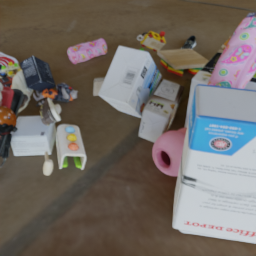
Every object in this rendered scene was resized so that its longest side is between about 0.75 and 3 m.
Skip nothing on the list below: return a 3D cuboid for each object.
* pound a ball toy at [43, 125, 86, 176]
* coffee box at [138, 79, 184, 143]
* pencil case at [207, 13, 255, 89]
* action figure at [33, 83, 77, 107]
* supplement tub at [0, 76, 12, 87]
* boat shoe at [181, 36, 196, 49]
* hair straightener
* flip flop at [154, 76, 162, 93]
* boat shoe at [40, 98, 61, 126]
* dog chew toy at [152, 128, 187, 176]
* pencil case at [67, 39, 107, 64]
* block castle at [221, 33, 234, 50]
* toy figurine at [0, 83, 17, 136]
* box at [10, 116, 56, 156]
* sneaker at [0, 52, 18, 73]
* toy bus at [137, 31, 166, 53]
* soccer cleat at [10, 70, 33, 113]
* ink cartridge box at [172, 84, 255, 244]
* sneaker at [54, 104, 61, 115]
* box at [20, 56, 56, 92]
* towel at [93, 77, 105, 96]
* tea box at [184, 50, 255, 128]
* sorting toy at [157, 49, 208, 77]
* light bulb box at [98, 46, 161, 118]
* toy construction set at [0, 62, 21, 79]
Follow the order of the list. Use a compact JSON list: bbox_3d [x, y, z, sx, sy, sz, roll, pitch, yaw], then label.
[{"bbox_3d":[-1.641,0.489,7.104,0.995,0.648,1.526,6,30,-22],"label":"pound a ball toy"},{"bbox_3d":[1.008,-0.522,8.337,0.723,1.037,1.814,21,44,12],"label":"coffee box"},{"bbox_3d":[2.689,-1.614,6.667,0.921,0.921,2.106,28,85,32],"label":"pencil case"},{"bbox_3d":[-2.493,-1.157,9.808,1.437,0.777,1.485,-3,6,-11],"label":"action figure"},{"bbox_3d":[-4.648,-1.270,9.718,1.364,0.729,0.729,-27,45,-31],"label":"supplement tub"},{"bbox_3d":[2.931,-4.053,13.599,0.535,0.441,1.559,15,40,19],"label":"boat shoe"},{"bbox_3d":[-2.952,0.170,6.893,0.477,2.334,0.898,12,4,14],"label":"hair straightener"},{"bbox_3d":[0.714,-1.850,10.404,1.112,0.789,2.742,-20,40,-27],"label":"flip flop"},{"bbox_3d":[-2.185,-0.439,7.646,0.437,0.527,1.467,-31,27,-8],"label":"boat shoe"},{"bbox_3d":[1.465,0.506,7.142,1.798,1.120,1.120,-20,41,-39],"label":"dog chew toy"},{"bbox_3d":[-1.802,-3.445,12.583,1.818,0.795,0.795,-30,46,-34],"label":"pencil case"},{"bbox_3d":[3.214,-2.473,8.055,0.625,0.935,0.439,48,28,10],"label":"block castle"},{"bbox_3d":[-3.903,-0.082,5.971,2.707,1.913,2.750,-41,23,-28],"label":"toy figurine"},{"bbox_3d":[-2.614,0.201,7.805,1.021,0.667,1.015,-2,35,-2],"label":"box"},{"bbox_3d":[-5.551,-2.790,11.851,1.570,0.559,0.883,18,37,19],"label":"sneaker"},{"bbox_3d":[0.941,-3.672,11.612,1.137,1.205,0.623,-14,58,4],"label":"toy bus"},{"bbox_3d":[-3.593,-1.154,9.388,0.997,0.891,2.571,-7,41,24],"label":"soccer cleat"},{"bbox_3d":[2.031,0.780,5.270,2.054,2.814,1.186,8,37,6],"label":"ink cartridge box"},{"bbox_3d":[-2.441,-0.511,8.864,0.352,0.468,0.940,-12,36,26],"label":"sneaker"},{"bbox_3d":[-3.088,-1.812,9.636,0.592,0.956,0.940,-24,80,13],"label":"box"},{"bbox_3d":[-0.905,-1.421,9.720,0.614,0.926,0.160,-9,63,-13],"label":"towel"},{"bbox_3d":[3.449,-0.856,8.279,2.675,1.787,2.631,21,42,25],"label":"tea box"},{"bbox_3d":[2.248,-2.673,11.580,1.649,0.574,1.639,-9,37,-19],"label":"sorting toy"},{"bbox_3d":[0.117,-1.326,8.549,1.017,1.630,1.615,20,85,24],"label":"light bulb box"},{"bbox_3d":[-4.312,-2.038,10.800,1.605,0.739,1.053,19,40,40],"label":"toy construction set"}]
